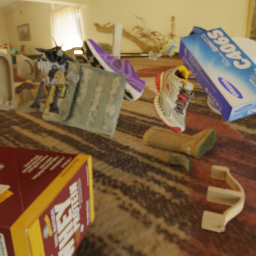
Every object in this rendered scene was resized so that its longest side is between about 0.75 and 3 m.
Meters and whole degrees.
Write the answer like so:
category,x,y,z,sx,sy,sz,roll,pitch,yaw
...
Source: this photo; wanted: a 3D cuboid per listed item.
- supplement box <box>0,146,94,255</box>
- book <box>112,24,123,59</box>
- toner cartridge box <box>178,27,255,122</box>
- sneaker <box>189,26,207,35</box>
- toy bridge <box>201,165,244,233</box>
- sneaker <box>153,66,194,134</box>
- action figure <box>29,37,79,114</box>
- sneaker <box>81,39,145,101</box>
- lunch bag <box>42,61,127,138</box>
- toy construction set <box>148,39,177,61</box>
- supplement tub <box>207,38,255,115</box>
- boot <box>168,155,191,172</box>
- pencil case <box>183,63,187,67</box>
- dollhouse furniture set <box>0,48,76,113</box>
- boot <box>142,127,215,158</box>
category,x,y,z,sx,sy,sz,roll,pitch,yaw
supplement box,-2.459,1.788,5.875,2.716,1.803,2.679,5,21,13
book,-0.527,-3.712,13.197,0.465,1.294,1.936,2,63,-2
toner cartridge box,2.670,-1.614,7.840,1.404,0.638,2.955,-18,55,-8
sneaker,3.521,-3.337,11.774,0.878,0.975,2.503,-14,47,-42
toy bridge,2.655,1.887,7.679,0.960,0.389,2.855,8,22,18
sneaker,1.048,-0.713,6.246,0.781,0.740,1.902,-28,43,33
action figure,-2.027,-1.476,7.760,1.263,2.126,1.085,11,1,-35
sneaker,-0.561,-2.283,10.616,1.208,2.896,1.168,-53,15,-22
lunch bag,-1.398,-0.929,8.801,2.385,1.956,1.402,14,-5,1
toy construction set,1.522,-3.252,11.872,1.375,0.633,0.902,-9,48,50
supplement tub,3.649,-1.735,9.860,1.569,2.379,1.569,-6,47,6
boot,1.771,1.219,9.634,0.734,0.381,1.124,-3,13,5
pencil case,2.657,-2.607,11.550,0.756,0.328,0.295,16,52,-21
dollhouse furniture set,-3.200,-1.835,9.708,1.993,2.327,2.446,-11,-9,18
boot,2.102,0.349,11.319,2.353,0.778,2.061,14,24,35
